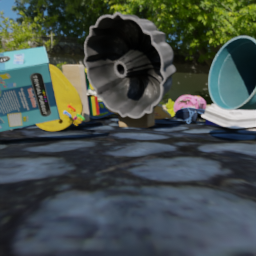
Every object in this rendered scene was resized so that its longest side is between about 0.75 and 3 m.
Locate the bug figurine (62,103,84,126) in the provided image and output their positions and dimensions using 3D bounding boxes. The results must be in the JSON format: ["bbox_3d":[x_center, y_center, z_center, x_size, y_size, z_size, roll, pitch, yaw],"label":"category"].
[{"bbox_3d":[-1.455,-0.342,7.436,0.613,0.203,0.790,40,-26,-10],"label":"bug figurine"}]

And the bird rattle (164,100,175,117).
[{"bbox_3d":[2.239,-0.976,15.120,1.339,0.925,1.643,-15,-4,25],"label":"bird rattle"}]

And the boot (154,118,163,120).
[{"bbox_3d":[1.140,-0.734,12.969,0.952,0.457,1.302,-22,42,-29],"label":"boot"}]

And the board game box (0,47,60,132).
[{"bbox_3d":[-2.304,-0.563,4.960,1.947,0.457,1.470,-13,-35,-14],"label":"board game box"}]

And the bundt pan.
[{"bbox_3d":[0.109,-1.849,8.206,2.990,2.990,1.122,5,27,41],"label":"bundt pan"}]

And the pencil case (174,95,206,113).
[{"bbox_3d":[3.195,-1.075,14.198,1.198,1.146,2.769,16,11,21],"label":"pencil case"}]

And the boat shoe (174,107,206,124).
[{"bbox_3d":[2.487,-0.482,10.544,1.431,0.602,0.491,-4,34,-1],"label":"boat shoe"}]

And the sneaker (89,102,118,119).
[{"bbox_3d":[-0.808,-1.003,14.125,2.794,0.990,1.158,-5,14,-21],"label":"sneaker"}]

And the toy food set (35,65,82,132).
[{"bbox_3d":[-2.462,-1.038,8.549,1.566,2.661,0.869,-39,-10,0],"label":"toy food set"}]

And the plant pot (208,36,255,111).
[{"bbox_3d":[2.450,-0.925,5.303,1.250,1.330,1.330,6,3,-23],"label":"plant pot"}]

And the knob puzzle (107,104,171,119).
[{"bbox_3d":[0.242,-0.825,10.453,2.538,0.352,2.538,7,-13,2],"label":"knob puzzle"}]

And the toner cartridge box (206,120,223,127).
[{"bbox_3d":[3.210,-0.174,9.766,0.472,0.215,0.994,-1,6,-23],"label":"toner cartridge box"}]

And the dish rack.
[{"bbox_3d":[3.770,-0.476,9.347,2.165,0.471,1.858,-4,16,-16],"label":"dish rack"}]

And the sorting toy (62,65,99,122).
[{"bbox_3d":[-2.040,-1.616,12.250,0.796,2.273,2.287,-12,17,-26],"label":"sorting toy"}]

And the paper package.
[{"bbox_3d":[0.315,-0.345,9.695,1.071,0.582,1.124,2,7,19],"label":"paper package"}]
